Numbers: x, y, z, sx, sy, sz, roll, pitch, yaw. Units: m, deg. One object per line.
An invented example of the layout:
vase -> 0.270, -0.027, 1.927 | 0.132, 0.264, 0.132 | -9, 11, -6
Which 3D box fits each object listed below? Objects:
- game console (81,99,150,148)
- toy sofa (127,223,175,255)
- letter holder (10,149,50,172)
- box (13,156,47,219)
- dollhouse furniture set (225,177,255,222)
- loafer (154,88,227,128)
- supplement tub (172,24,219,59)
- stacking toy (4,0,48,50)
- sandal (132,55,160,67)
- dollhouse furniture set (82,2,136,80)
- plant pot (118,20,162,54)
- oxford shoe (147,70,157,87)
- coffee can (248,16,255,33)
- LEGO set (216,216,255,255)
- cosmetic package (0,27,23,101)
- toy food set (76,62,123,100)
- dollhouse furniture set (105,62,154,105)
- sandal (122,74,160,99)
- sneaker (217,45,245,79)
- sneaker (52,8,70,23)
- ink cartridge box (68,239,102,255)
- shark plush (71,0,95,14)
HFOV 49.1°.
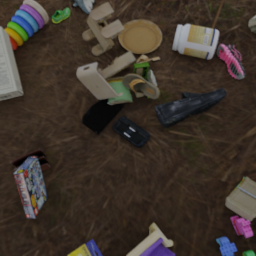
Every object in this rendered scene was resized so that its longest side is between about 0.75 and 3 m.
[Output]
game console -> -0.415, -0.107, 10.745 | 2.617, 0.316, 1.544 | 35, 70, 16
toy sofa -> 0.224, 4.175, 8.373 | 2.577, 1.067, 1.257 | -36, 69, -15
letter holder -> -3.437, 1.281, 9.842 | 1.111, 0.790, 0.559 | -24, 68, -11
box -> -3.064, 1.875, 8.934 | 0.325, 1.629, 1.116 | -4, 22, 7
dollhouse furniture set -> 4.415, 2.850, 9.311 | 1.385, 1.061, 2.113 | -33, 45, -28
loafer -> 2.403, -0.975, 10.759 | 2.872, 0.975, 1.008 | -23, 76, -6
supplement tub -> 2.824, -3.663, 11.849 | 1.710, 1.235, 1.235 | 14, 66, 7
stacking toy -> -4.826, -4.124, 12.149 | 1.266, 1.266, 2.965 | 30, 73, 13
sandal -> 0.693, -2.836, 11.555 | 1.208, 0.443, 0.397 | -15, 85, -11
dollhouse furniture set -> -1.094, -3.256, 11.245 | 1.594, 2.103, 2.399 | -35, 97, -16
plant pot -> 0.537, -4.035, 12.559 | 1.946, 0.267, 1.946 | 0, 66, 0
oxford shoe -> 0.993, -1.993, 11.610 | 0.275, 0.358, 0.951 | 8, 54, -26
coffee can -> 6.083, -4.851, 12.662 | 1.011, 0.740, 0.740 | -35, 70, -14
LEGO set -> 3.542, 4.120, 8.342 | 1.080, 1.162, 2.831 | -15, 66, -6
cosmetic package -> -5.165, -2.445, 10.994 | 1.337, 0.944, 2.582 | -14, 87, -6
toy food set -> -1.027, -1.672, 10.268 | 1.136, 1.583, 0.478 | -2, 52, 44
dollhouse furniture set -> 0.019, -1.733, 10.982 | 1.818, 0.912, 1.191 | -10, 58, -10
sandal -> 0.421, -1.545, 10.564 | 1.667, 0.670, 0.450 | 31, 38, 25
sneaker -> 4.547, -2.870, 11.865 | 0.855, 0.708, 1.793 | -15, 67, -19
sneaker -> -3.109, -5.270, 13.027 | 0.380, 0.429, 1.027 | 38, 70, 17
ink cartridge box -> -1.305, 4.205, 8.824 | 0.962, 0.226, 0.951 | -33, 68, -11
shark plush -> -2.473, -6.095, 13.333 | 1.855, 0.843, 0.773 | 27, 99, 7
